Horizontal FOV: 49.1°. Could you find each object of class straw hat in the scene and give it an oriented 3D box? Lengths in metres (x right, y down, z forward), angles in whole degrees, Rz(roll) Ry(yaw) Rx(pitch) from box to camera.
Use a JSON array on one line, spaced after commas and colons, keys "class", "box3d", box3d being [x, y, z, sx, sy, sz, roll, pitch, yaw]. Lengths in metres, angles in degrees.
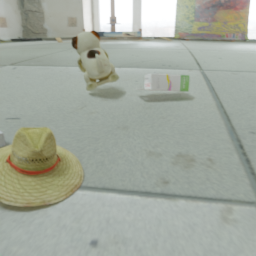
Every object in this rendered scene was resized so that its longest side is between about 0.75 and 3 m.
[{"class": "straw hat", "box3d": [-2.274, 0.555, 6.775, 2.664, 1.128, 2.664, 10, 26, -5]}]

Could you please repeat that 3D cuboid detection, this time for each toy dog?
[{"class": "toy dog", "box3d": [-1.831, -3.451, 13.764, 1.788, 2.563, 2.485, -23, -10, 3]}]

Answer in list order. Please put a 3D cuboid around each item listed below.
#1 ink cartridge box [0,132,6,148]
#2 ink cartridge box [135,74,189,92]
[{"class": "ink cartridge box", "box3d": [-5.119, 0.579, 8.159, 1.291, 0.509, 2.596, 18, 27, 37]}, {"class": "ink cartridge box", "box3d": [1.589, -2.162, 13.434, 2.326, 0.783, 1.362, 1, 7, -11]}]
